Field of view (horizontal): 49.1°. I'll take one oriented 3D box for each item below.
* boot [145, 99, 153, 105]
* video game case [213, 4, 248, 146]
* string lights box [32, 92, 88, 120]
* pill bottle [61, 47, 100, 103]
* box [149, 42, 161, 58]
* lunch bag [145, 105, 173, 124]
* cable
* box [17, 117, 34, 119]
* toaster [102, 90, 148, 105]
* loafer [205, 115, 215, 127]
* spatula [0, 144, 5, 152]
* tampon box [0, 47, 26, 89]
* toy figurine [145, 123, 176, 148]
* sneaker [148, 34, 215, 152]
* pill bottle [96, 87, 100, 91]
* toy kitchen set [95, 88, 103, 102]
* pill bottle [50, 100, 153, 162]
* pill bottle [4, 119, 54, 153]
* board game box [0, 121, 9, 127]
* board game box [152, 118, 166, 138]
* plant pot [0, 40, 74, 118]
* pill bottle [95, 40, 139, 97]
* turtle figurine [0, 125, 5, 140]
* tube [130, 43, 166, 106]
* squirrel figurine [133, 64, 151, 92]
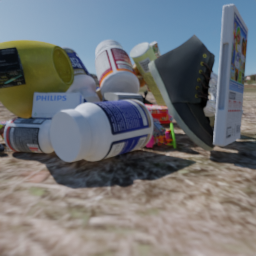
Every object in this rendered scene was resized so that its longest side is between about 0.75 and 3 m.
[{"bbox_3d":[1.093,-1.199,15.588,1.564,0.876,2.261,0,9,-35],"label":"boot"},{"bbox_3d":[2.490,-1.112,6.674,0.262,2.909,2.083,6,6,31],"label":"video game case"},{"bbox_3d":[-1.640,-0.324,7.897,1.193,0.685,2.322,0,-12,6],"label":"string lights box"},{"bbox_3d":[-1.921,-1.582,9.720,1.336,1.336,2.405,-8,53,-39],"label":"pill bottle"},{"bbox_3d":[0.970,-2.603,10.737,0.656,1.192,0.207,-30,33,-9],"label":"box"},{"bbox_3d":[0.900,-0.551,11.588,1.824,0.747,1.606,-3,9,-15],"label":"lunch bag"},{"bbox_3d":[2.409,-1.057,8.525,1.439,1.439,0.498,21,-27,-11],"label":"cable"},{"bbox_3d":[-4.034,-0.632,13.054,1.922,0.442,1.527,-2,9,-12],"label":"box"},{"bbox_3d":[-0.157,-0.433,8.480,0.918,1.547,1.399,1,9,-25],"label":"toaster"},{"bbox_3d":[2.958,-0.274,10.456,1.717,0.653,0.579,-14,15,-20],"label":"loafer"},{"bbox_3d":[-3.800,0.343,7.495,0.747,0.272,2.643,-9,11,-38],"label":"spatula"},{"bbox_3d":[-2.821,-1.374,6.523,0.674,0.568,0.900,-13,-10,-17],"label":"tampon box"},{"bbox_3d":[0.796,0.284,7.375,0.804,0.656,0.873,-8,-13,4],"label":"toy figurine"},{"bbox_3d":[1.712,-0.947,6.901,1.534,2.888,1.080,-35,-23,22],"label":"sneaker"},{"bbox_3d":[-1.314,-1.397,14.596,1.466,1.466,2.622,-7,11,-39],"label":"pill bottle"},{"bbox_3d":[-0.754,-1.088,10.418,0.738,0.904,0.816,-16,22,46],"label":"toy kitchen set"},{"bbox_3d":[-0.540,0.040,6.306,1.274,1.274,2.201,8,12,40],"label":"pill bottle"},{"bbox_3d":[-2.164,0.196,6.768,1.406,0.815,0.815,3,10,15],"label":"pill bottle"},{"bbox_3d":[-4.272,-0.032,9.656,1.123,0.347,1.124,-3,10,-21],"label":"board game box"},{"bbox_3d":[0.776,-0.141,8.945,0.892,0.275,0.892,44,21,12],"label":"board game box"},{"bbox_3d":[-2.515,-1.550,8.004,1.598,2.251,2.251,-13,6,16],"label":"plant pot"},{"bbox_3d":[-0.474,-2.031,9.834,1.303,1.303,2.378,-2,45,-14],"label":"pill bottle"},{"bbox_3d":[-4.075,0.036,7.262,2.664,0.858,2.148,9,17,13],"label":"turtle figurine"},{"bbox_3d":[0.994,-1.675,9.840,0.731,2.818,0.817,-36,41,2],"label":"tube"},{"bbox_3d":[0.924,-2.257,11.477,1.433,1.535,1.086,38,-1,-14],"label":"squirrel figurine"}]
